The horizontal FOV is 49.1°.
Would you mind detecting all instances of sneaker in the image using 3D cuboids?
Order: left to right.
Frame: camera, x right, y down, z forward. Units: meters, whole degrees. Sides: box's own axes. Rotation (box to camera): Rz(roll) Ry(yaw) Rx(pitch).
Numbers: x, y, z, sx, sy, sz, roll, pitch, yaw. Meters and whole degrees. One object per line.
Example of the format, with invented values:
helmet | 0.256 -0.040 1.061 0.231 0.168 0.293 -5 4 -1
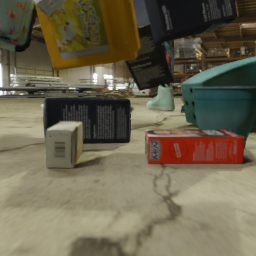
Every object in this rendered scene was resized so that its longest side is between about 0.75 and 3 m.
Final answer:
sneaker | 1.827 -1.751 15.747 0.913 1.463 2.480 -5 8 -24

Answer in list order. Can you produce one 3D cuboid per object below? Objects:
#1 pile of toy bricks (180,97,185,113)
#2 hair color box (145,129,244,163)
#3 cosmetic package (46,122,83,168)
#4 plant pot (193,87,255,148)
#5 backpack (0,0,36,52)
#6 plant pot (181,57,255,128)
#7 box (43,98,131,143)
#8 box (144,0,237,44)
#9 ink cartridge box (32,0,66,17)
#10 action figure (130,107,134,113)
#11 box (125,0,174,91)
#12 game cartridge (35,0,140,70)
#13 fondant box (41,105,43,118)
pile of toy bricks | 3.331 -0.921 11.857 1.099 1.235 2.227 28 -26 -30
hair color box | 0.944 0.262 4.235 1.346 0.412 0.683 -1 8 0
cosmetic package | -0.914 0.217 4.160 0.365 0.540 1.026 1 9 -2
plant pot | 1.771 -0.203 5.180 1.168 1.098 1.168 1 7 0
backpack | -3.428 -2.974 7.156 1.864 1.639 1.429 12 -3 -14
plant pot | 3.141 -0.990 8.382 2.765 1.953 1.954 -13 10 -14
box | -0.855 -0.207 5.994 1.692 0.883 1.252 -1 7 -7
box | 1.168 -2.825 5.792 1.563 1.717 0.894 -15 7 -7
ink cartridge box | -1.413 -3.394 5.872 1.459 1.822 0.431 53 7 31
action figure | -0.562 -0.919 12.772 1.777 0.616 1.156 2 0 -14
box | 0.722 -3.289 10.558 1.417 2.478 2.721 -12 44 22
game cartridge | -1.007 -2.566 6.727 2.401 2.117 0.390 -3 24 23
fondant box | -2.627 -0.627 10.734 1.285 0.519 1.781 -3 7 -19
